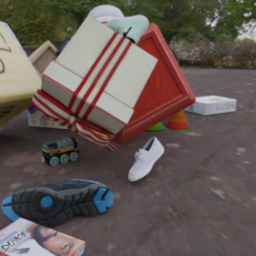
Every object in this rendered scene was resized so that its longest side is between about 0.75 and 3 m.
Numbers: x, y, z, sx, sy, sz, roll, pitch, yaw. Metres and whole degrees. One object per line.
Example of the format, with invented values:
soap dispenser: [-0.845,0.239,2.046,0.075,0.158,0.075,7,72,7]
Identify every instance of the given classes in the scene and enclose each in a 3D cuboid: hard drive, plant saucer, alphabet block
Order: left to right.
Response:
alphabet block: [-4.216,-1.210,7.268,2.545,2.531,2.592,-32,1,18]
hard drive: [-1.832,-2.761,9.834,1.161,0.191,0.810,15,63,16]
plant saucer: [0.262,-1.249,7.573,2.563,2.559,0.470,-29,2,-5]

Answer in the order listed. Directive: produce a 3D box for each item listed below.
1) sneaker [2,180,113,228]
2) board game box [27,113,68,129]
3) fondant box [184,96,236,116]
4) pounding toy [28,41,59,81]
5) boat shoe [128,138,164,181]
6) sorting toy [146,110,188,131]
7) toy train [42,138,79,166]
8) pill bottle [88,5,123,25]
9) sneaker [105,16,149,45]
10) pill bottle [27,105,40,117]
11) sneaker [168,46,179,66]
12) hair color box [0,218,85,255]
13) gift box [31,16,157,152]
sneaker: [-1.077,1.127,4.345,1.620,0.593,0.664,3,5,-27]
board game box: [-1.895,-0.417,10.129,2.735,0.468,1.839,4,16,16]
fondant box: [3.545,-0.994,12.188,1.837,0.535,1.325,-9,18,-29]
pounding toy: [-2.551,-1.735,10.415,1.195,2.612,2.295,-23,32,35]
boat shoe: [0.326,0.599,5.631,0.418,0.398,1.161,-14,21,50]
sorting toy: [0.916,-0.373,9.309,2.322,0.800,0.805,-3,18,-12]
toy train: [-1.550,0.533,6.468,0.924,0.527,0.394,-12,20,-37]
pill bottle: [-0.593,-2.309,8.728,1.625,2.895,1.625,-6,-25,-3]
sneaker: [-0.220,-2.174,6.564,1.328,0.489,0.783,5,59,43]
pill bottle: [-3.076,-0.907,9.061,0.583,0.974,0.583,-23,8,3]
sneaker: [1.519,-1.982,10.502,1.003,2.829,1.172,-2,-23,3]
hair color box: [-1.104,1.478,3.304,1.068,0.341,0.592,9,17,25]
gift box: [-0.737,-0.715,6.211,2.002,2.026,2.169,29,-27,-4]
